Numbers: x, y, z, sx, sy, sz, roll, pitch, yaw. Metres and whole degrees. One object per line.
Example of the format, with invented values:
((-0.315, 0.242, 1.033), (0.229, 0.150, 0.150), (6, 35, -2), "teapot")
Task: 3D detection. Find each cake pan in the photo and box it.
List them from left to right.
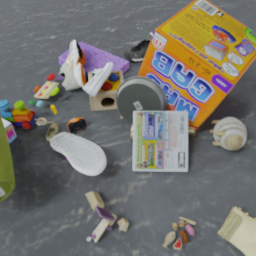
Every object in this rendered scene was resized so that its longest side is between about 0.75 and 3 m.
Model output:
((0.408, -0.865, 9.937), (1.895, 1.895, 0.347), (12, 32, 11), "cake pan")

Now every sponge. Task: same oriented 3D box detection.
((-1.579, -2.976, 12.779), (2.873, 0.428, 1.603), (26, 55, 21), "sponge")

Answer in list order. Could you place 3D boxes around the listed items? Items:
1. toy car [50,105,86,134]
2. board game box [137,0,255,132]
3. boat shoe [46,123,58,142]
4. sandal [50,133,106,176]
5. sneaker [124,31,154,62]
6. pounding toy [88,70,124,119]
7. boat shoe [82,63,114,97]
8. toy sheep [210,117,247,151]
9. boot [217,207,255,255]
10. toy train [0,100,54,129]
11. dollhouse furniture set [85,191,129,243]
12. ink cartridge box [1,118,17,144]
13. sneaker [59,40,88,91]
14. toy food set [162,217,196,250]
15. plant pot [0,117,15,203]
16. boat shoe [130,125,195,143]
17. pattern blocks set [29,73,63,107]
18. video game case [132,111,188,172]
((-2.124, -0.447, 10.031), (0.717, 1.462, 0.487), (-38, 38, -7), "toy car")
((2.425, -2.189, 10.000), (2.882, 2.880, 2.879), (39, 58, 10), "board game box")
((-2.763, 0.109, 10.165), (0.305, 0.263, 0.835), (8, 50, 9), "boat shoe")
((-1.592, 0.881, 9.259), (1.086, 0.656, 2.668), (-32, 42, -27), "sandal")
((0.959, -3.926, 13.108), (2.598, 1.176, 0.863), (-19, 51, -16), "sneaker")
((-0.395, -1.355, 10.956), (2.211, 1.011, 1.942), (-5, 49, -4), "pounding toy")
((-1.090, -1.936, 10.401), (0.588, 0.647, 1.760), (33, 52, -11), "boat shoe")
((3.444, 0.158, 9.589), (1.176, 1.176, 1.706), (5, 37, 5), "toy sheep")
((3.623, 2.656, 7.623), (2.113, 0.769, 1.642), (-38, 59, -24), "boot")
((-3.699, -0.549, 10.099), (1.810, 1.047, 0.766), (-2, 48, 9), "toy train")
((-0.842, 2.619, 8.082), (0.955, 1.067, 1.346), (-56, 34, 6), "dollhouse furniture set")
((-5.166, 0.506, 9.425), (1.506, 0.843, 2.208), (24, 51, 19), "ink cartridge box")
((-2.433, -2.671, 11.868), (1.146, 0.943, 2.491), (-17, 58, 11), "sneaker")
((1.436, 2.871, 7.631), (0.681, 0.169, 1.071), (11, 40, 30), "toy food set")
((-4.157, 0.739, 7.332), (2.531, 2.531, 2.705), (-31, 67, -24), "plant pot")
((1.183, 0.044, 9.804), (2.226, 0.798, 0.848), (-1, 58, -1), "boat shoe")
((-3.294, -1.527, 11.331), (1.476, 0.136, 1.679), (23, 66, 44), "pattern blocks set")
((1.050, 0.436, 9.154), (1.792, 0.217, 1.968), (1, 88, 0), "video game case")
